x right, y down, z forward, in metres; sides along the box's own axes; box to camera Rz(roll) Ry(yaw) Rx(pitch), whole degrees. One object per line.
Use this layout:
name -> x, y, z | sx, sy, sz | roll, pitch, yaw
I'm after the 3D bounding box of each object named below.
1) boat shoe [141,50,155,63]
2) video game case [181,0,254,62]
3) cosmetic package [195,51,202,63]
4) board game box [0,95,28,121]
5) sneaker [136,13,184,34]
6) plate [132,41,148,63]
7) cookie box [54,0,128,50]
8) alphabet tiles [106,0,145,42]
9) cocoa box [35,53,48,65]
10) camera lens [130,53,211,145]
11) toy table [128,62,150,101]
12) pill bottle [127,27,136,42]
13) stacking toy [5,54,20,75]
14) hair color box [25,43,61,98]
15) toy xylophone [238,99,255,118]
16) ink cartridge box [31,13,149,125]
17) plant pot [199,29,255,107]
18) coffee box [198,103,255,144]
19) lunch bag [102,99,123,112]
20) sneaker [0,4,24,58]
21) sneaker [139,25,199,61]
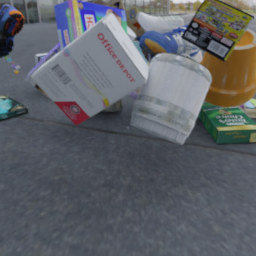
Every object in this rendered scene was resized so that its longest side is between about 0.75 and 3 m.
boat shoe -> 0.605, -2.407, 8.701 | 0.374, 1.034, 0.374 | 28, 70, 18
video game case -> 2.122, -2.408, 6.767 | 1.285, 1.161, 0.164 | 38, 14, 21
cosmetic package -> 2.197, -2.118, 12.531 | 1.792, 2.174, 1.793 | -17, 12, -31
board game box -> -5.738, -0.923, 12.672 | 1.526, 0.318, 2.255 | -24, 35, -38
sneaker -> 1.545, -4.056, 11.111 | 2.625, 1.052, 0.923 | 16, 43, -25
plate -> 0.451, -2.524, 10.717 | 0.205, 1.600, 1.600 | -16, 12, 41
cookie box -> -0.963, -2.633, 8.452 | 0.847, 1.928, 2.254 | 0, 11, 39
alphabet tiles -> -0.430, -3.716, 11.977 | 2.472, 2.971, 0.094 | -17, 12, 21
cocoa box -> -3.281, -3.085, 15.216 | 2.820, 1.881, 1.851 | -18, 31, -31
camera lens -> 1.020, -0.720, 6.802 | 1.527, 1.909, 1.527 | 22, -1, 0
toy table -> 0.370, -1.279, 7.922 | 1.518, 0.967, 1.652 | 43, 6, -4
pill bottle -> -0.915, -2.899, 11.023 | 1.458, 2.581, 1.458 | 32, 26, -18
stacking toy -> -4.586, -2.534, 11.013 | 0.195, 0.829, 0.625 | -42, 12, -24
hair color box -> -2.530, -2.021, 9.808 | 2.026, 1.107, 0.656 | -30, 33, 34
toy xylophone -> 6.028, -0.790, 12.065 | 2.456, 0.617, 1.798 | -4, 27, -8
ink cartridge box -> -0.817, -1.254, 6.365 | 2.142, 1.581, 0.917 | -28, 24, 23
plant pot -> 3.663, -2.343, 10.213 | 2.383, 2.182, 2.383 | -2, 50, 3
coffee box -> 3.863, -0.278, 11.057 | 1.659, 0.593, 2.697 | -1, 27, -2
lunch bag -> -1.109, -1.326, 12.794 | 1.628, 0.957, 1.335 | -7, 24, -2
sneaker -> -4.481, -3.373, 9.959 | 0.858, 2.276, 0.893 | 2, 51, -57
sneaker -> 1.261, -2.465, 7.981 | 0.982, 1.150, 2.609 | 31, 16, 30
